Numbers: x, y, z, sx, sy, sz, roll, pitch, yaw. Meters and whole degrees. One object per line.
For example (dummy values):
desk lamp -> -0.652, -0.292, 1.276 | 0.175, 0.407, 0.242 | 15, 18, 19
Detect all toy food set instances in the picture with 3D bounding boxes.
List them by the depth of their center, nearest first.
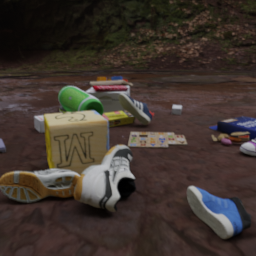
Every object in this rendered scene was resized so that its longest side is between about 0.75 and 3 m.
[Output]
toy food set -> 3.735, 0.416, 10.090 | 1.342, 0.211, 0.853 | -4, 17, 10

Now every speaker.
speaker -> -1.886, -0.932, 10.832 | 1.032, 1.032, 2.333 | -10, 25, -33

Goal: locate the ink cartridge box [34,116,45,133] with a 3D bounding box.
ink cartridge box -> -3.244, -0.226, 11.921 | 1.289, 0.545, 0.931 | -12, 19, -32

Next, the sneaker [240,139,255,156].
sneaker -> 4.487, 0.303, 9.072 | 1.846, 1.052, 0.669 | -6, 21, -17

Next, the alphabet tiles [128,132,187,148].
alphabet tiles -> 1.080, 0.437, 10.423 | 2.088, 0.079, 1.745 | 1, 15, 4

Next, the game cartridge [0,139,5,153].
game cartridge -> -4.972, 0.682, 9.197 | 1.635, 0.314, 1.060 | -9, 22, -29

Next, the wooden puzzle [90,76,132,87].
wooden puzzle -> -0.972, -2.746, 16.799 | 2.044, 0.511, 2.207 | 0, 4, 16

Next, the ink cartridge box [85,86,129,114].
ink cartridge box -> -1.070, -1.579, 15.487 | 2.140, 1.228, 2.947 | 1, 16, 4

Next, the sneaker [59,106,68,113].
sneaker -> -3.347, -1.054, 14.933 | 0.486, 0.533, 1.316 | -8, 18, -28

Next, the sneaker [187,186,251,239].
sneaker -> 1.791, 1.551, 5.519 | 0.759, 0.524, 1.364 | -12, 23, -19

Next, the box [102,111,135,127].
box -> -0.499, -0.422, 12.620 | 1.654, 0.415, 0.623 | -10, 38, -32

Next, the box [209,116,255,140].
box -> 4.923, 0.007, 11.296 | 1.753, 0.469, 2.895 | -11, 17, -34

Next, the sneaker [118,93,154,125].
sneaker -> 0.381, -0.965, 12.333 | 0.764, 1.807, 0.678 | -49, 7, -32

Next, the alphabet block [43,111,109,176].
alphabet block -> -1.466, 0.417, 7.828 | 1.539, 1.511, 1.503 | -6, 15, -21

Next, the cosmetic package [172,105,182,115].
cosmetic package -> 2.590, -0.953, 14.895 | 0.497, 0.358, 0.881 | 4, 15, 9

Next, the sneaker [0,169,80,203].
sneaker -> -1.981, 1.297, 6.506 | 1.809, 0.684, 0.793 | 4, 4, -11

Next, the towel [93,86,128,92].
towel -> -0.946, -2.053, 14.567 | 1.704, 0.192, 1.232 | -3, 15, -15

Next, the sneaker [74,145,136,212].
sneaker -> -0.257, 1.198, 6.600 | 1.068, 0.921, 2.436 | 21, 24, 14
